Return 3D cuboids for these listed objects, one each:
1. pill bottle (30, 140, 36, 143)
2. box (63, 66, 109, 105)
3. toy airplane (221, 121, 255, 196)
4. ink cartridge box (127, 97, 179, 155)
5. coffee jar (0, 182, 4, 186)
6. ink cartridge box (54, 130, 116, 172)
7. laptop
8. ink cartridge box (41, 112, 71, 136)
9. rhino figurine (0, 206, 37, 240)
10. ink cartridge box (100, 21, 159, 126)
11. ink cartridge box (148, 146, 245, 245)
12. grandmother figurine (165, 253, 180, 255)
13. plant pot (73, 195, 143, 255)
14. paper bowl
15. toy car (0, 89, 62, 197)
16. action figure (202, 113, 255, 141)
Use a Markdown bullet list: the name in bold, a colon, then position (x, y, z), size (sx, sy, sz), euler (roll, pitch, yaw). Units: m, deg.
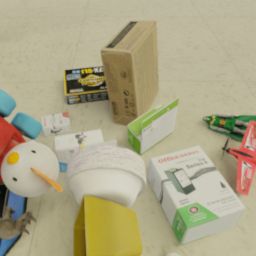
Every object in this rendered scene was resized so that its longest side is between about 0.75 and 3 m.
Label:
- **pill bottle**: position (-3.168, 0.859, 7.956), size (1.277, 0.709, 0.709), euler (-29, 50, -27)
- **box**: position (-1.377, -1.719, 10.878), size (2.148, 0.530, 1.715), euler (-8, 42, -8)
- **toy airplane**: position (3.599, 0.916, 7.690), size (2.188, 0.403, 2.188), euler (2, 68, -5)
- **ink cartridge box**: position (0.683, -0.200, 8.032), size (1.357, 1.836, 0.696), euler (-34, 63, -18)
- **coffee jar**: position (-3.738, 1.350, 6.556), size (0.965, 1.179, 2.262), euler (19, 59, 41)
- **ink cartridge box**: position (-1.181, 0.629, 8.025), size (1.657, 0.954, 0.562), euler (-9, 44, -10)
- **laptop**: position (-3.424, 1.883, 6.405), size (2.565, 1.324, 2.273), euler (-7, 43, -7)
- **ink cartridge box**: position (-2.379, -0.126, 9.267), size (0.886, 0.367, 0.650), euler (-10, 44, -11)
- **rhino figurine**: position (-2.258, 1.774, 5.178), size (1.284, 0.384, 0.562), euler (-6, 57, 12)
- **ink cartridge box**: position (0.197, -1.785, 9.250), size (1.037, 2.760, 2.274), euler (10, 43, 20)
- **ink cartridge box**: position (1.574, 1.581, 7.046), size (1.528, 0.880, 2.094), euler (-13, 44, -15)
- **grandmother figurine**: position (1.310, 3.248, 5.561), size (1.037, 0.518, 1.709), euler (-23, 49, -25)
- **plant pot**: position (-0.448, 2.378, 5.935), size (1.205, 1.366, 1.366), euler (6, 42, -17)
- **paper bowl**: position (-0.521, 1.328, 6.596), size (1.903, 1.903, 0.990), euler (-1, 52, -1)
- **toy car**: position (-2.192, 0.622, 5.404), size (2.236, 1.977, 2.061), euler (18, 68, 27)
- **action figure**: position (3.264, -0.098, 9.049), size (1.751, 0.479, 1.034), euler (14, 81, 25)
